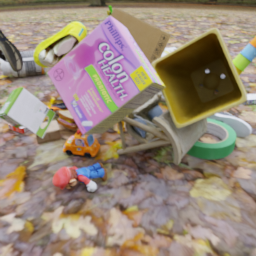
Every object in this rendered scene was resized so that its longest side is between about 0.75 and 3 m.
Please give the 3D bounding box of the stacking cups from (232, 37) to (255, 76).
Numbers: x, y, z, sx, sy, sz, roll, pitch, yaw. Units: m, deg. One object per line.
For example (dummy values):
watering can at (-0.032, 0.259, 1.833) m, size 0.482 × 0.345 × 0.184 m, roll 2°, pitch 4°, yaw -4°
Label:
stacking cups at (4.617, -2.904, 10.645) m, size 0.703 × 2.324 × 0.703 m, roll 29°, pitch 26°, yaw -16°

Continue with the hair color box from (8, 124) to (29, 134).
hair color box at (-4.646, -0.053, 11.946) m, size 0.819 × 0.262 × 0.454 m, roll 13°, pitch 33°, yaw 24°

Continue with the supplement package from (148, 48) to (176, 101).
supplement package at (1.469, -2.830, 14.718) m, size 2.874 × 2.238 × 1.593 m, roll -11°, pitch 32°, yaw -17°

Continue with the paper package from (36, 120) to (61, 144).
paper package at (-3.284, 0.151, 11.366) m, size 0.947 × 0.490 × 0.902 m, roll -13°, pitch 33°, yaw -19°

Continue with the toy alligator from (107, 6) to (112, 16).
toy alligator at (-0.620, -4.872, 12.617) m, size 0.421 × 0.386 × 1.421 m, roll -16°, pitch 70°, yaw -23°

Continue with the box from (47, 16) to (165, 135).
box at (-0.684, -1.452, 8.520) m, size 2.654 × 2.334 × 1.283 m, roll -35°, pitch -11°, yaw 19°

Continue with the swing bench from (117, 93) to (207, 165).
swing bench at (1.220, -0.165, 10.282) m, size 2.621 × 1.700 × 2.607 m, roll 6°, pitch 27°, yaw 34°

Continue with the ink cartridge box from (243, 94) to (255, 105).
ink cartridge box at (6.380, -1.459, 14.311) m, size 1.233 × 0.310 × 0.672 m, roll -4°, pitch 29°, yaw -8°

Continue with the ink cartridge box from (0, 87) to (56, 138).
ink cartridge box at (-3.162, -0.426, 8.842) m, size 0.538 × 1.421 × 1.050 m, roll -7°, pitch 51°, yaw 41°

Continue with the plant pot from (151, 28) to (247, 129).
plant pot at (2.483, -1.493, 9.053) m, size 2.213 × 2.228 × 2.279 m, roll -24°, pitch -5°, yaw 30°

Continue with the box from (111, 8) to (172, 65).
box at (-0.007, -2.858, 11.195) m, size 2.418 × 2.958 × 0.315 m, roll 26°, pitch 27°, yaw 0°

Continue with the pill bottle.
pill bottle at (-6.507, -3.977, 17.427) m, size 2.576 × 1.499 × 1.499 m, roll -12°, pitch 32°, yaw -20°

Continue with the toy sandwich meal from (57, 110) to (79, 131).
toy sandwich meal at (-2.170, -0.459, 12.010) m, size 1.872 × 0.641 × 1.872 m, roll 8°, pitch 26°, yaw -4°

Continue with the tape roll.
tape roll at (3.009, 0.368, 10.944) m, size 2.241 × 0.539 × 2.241 m, roll 0°, pitch 30°, yaw 0°

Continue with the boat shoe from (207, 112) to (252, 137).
boat shoe at (4.260, -0.257, 11.873) m, size 0.739 × 0.782 × 2.181 m, roll -25°, pitch 32°, yaw -34°

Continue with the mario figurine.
mario figurine at (-1.560, 1.627, 8.907) m, size 1.678 × 0.889 × 1.036 m, roll -5°, pitch -7°, yaw -30°

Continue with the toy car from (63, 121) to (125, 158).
toy car at (-1.299, 0.123, 10.984) m, size 1.371 × 0.930 × 2.795 m, roll 17°, pitch 35°, yaw 26°

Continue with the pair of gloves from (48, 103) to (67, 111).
pair of gloves at (-2.200, -0.904, 12.816) m, size 2.717 × 0.336 × 2.421 m, roll 6°, pitch 16°, yaw 25°

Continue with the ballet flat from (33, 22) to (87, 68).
ballet flat at (-2.694, -2.901, 10.467) m, size 2.879 × 0.962 × 0.965 m, roll -25°, pitch 44°, yaw 32°

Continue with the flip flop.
flip flop at (-4.010, -2.521, 8.787) m, size 0.531 × 1.844 × 0.748 m, roll -34°, pitch 12°, yaw 20°

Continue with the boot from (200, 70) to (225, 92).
boot at (4.725, -2.449, 15.152) m, size 2.814 × 0.982 × 1.853 m, roll 9°, pitch 24°, yaw 18°
